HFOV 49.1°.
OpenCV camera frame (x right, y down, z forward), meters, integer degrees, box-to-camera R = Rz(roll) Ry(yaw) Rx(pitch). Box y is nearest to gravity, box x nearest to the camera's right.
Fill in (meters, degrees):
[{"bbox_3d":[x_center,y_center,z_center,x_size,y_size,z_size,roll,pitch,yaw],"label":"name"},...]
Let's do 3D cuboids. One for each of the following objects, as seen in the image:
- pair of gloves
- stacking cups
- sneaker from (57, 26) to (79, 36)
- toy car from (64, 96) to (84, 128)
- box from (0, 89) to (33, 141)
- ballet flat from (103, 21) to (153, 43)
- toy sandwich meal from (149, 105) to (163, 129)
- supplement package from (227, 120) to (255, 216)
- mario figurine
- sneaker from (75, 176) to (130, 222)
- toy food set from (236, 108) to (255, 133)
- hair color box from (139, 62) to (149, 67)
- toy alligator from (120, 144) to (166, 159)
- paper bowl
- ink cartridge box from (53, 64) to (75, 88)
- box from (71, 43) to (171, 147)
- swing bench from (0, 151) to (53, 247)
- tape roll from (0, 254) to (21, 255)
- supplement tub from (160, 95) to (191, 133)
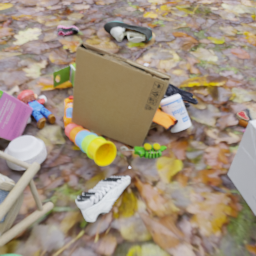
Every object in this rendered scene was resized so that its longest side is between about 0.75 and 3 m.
[{"bbox_3d":[0.920,-0.906,9.571,2.421,0.336,2.717,28,42,25],"label":"pair of gloves"},{"bbox_3d":[-1.272,0.374,8.230,0.703,0.703,2.324,-30,33,-26],"label":"stacking cups"},{"bbox_3d":[-2.993,-4.742,13.900,1.114,0.440,0.531,5,66,7],"label":"sneaker"},{"bbox_3d":[-0.965,-0.567,9.412,2.795,0.930,1.371,6,46,8],"label":"toy car"},{"bbox_3d":[-4.667,-0.742,8.222,2.334,2.654,1.283,18,81,18],"label":"box"},{"bbox_3d":[-0.067,-4.539,13.377,2.465,0.838,0.843,9,56,9],"label":"ballet flat"},{"bbox_3d":[0.336,-0.673,9.715,1.872,0.641,1.872,0,45,0],"label":"toy sandwich meal"},{"bbox_3d":[4.051,1.376,6.620,1.593,2.238,2.874,-13,47,-13],"label":"supplement package"},{"bbox_3d":[-3.258,-0.630,9.840,1.678,0.889,1.036,45,18,24],"label":"mario figurine"},{"bbox_3d":[-0.579,1.805,7.402,0.664,0.716,1.767,-8,13,45],"label":"sneaker"},{"bbox_3d":[4.225,-0.096,9.433,1.061,0.263,1.669,-12,47,-11],"label":"toy food set"},{"bbox_3d":[0.489,-2.421,11.687,0.454,0.262,0.819,22,49,20],"label":"hair color box"},{"bbox_3d":[0.482,0.729,8.156,1.421,0.421,0.386,-1,51,-15],"label":"toy alligator"},{"bbox_3d":[-3.056,0.677,8.286,1.160,0.603,1.160,-4,34,2],"label":"paper bowl"},{"bbox_3d":[-2.064,-1.862,10.536,1.421,1.050,0.538,-30,76,-25],"label":"ink cartridge box"},{"bbox_3d":[-0.397,-0.723,7.855,2.418,2.958,0.315,21,51,2],"label":"box"},{"bbox_3d":[-3.636,1.766,6.283,2.607,1.700,2.621,17,42,25],"label":"swing bench"},{"bbox_3d":[-2.592,3.735,5.545,2.241,0.539,2.241,0,47,0],"label":"tape roll"},{"bbox_3d":[1.534,-0.471,9.128,0.717,1.087,0.717,-23,6,3],"label":"supplement tub"}]
